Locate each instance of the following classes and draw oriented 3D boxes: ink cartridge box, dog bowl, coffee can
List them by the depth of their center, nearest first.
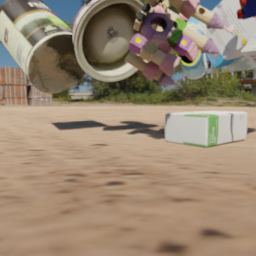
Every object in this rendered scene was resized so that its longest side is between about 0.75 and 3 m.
[{"bbox_3d":[2.162,-0.036,7.694,1.915,0.807,1.399,-5,7,-39],"label":"ink cartridge box"},{"bbox_3d":[-0.502,-2.614,8.062,2.471,2.471,0.911,-3,36,-30],"label":"dog bowl"},{"bbox_3d":[-2.868,-2.768,9.229,2.078,2.078,2.840,-6,44,-45],"label":"coffee can"},{"bbox_3d":[3.651,-3.346,9.314,1.597,1.604,2.187,-21,-12,-41],"label":"ink cartridge box"}]

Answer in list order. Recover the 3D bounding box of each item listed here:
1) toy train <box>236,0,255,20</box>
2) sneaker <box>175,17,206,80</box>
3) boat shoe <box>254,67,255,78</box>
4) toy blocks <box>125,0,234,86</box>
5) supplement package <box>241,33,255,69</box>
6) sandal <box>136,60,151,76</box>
[{"bbox_3d":[2.938,-3.408,6.727,0.652,0.891,1.540,-13,-17,12],"label":"toy train"},{"bbox_3d":[1.771,-2.620,8.014,0.884,2.222,1.450,-11,-9,20],"label":"sneaker"},{"bbox_3d":[4.151,-1.741,8.734,0.472,1.362,0.482,-44,6,39],"label":"boat shoe"},{"bbox_3d":[1.282,-2.148,6.462,1.914,2.124,2.273,31,-12,0],"label":"toy blocks"},{"bbox_3d":[3.598,-2.163,7.022,0.704,1.204,0.706,39,0,-17],"label":"supplement package"},{"bbox_3d":[-0.128,-2.586,9.913,1.051,2.616,0.706,-38,-21,-24],"label":"sandal"}]
